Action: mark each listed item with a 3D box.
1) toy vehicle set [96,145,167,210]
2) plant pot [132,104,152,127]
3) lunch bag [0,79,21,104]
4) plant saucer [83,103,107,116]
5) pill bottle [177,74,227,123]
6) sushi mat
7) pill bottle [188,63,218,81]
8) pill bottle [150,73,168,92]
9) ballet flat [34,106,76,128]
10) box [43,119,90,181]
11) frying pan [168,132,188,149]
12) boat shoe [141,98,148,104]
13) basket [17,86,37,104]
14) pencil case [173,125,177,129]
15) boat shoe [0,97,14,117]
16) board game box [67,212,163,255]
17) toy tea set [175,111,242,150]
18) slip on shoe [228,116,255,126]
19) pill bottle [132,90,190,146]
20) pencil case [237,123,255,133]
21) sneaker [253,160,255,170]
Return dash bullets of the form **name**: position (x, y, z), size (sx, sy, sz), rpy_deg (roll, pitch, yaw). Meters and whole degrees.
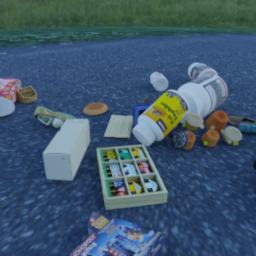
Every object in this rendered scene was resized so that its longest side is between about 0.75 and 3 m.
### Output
- **toy vehicle set**: position (-0.019, 1.400, 8.754), size (1.707, 0.364, 2.748), rpy_deg (-5, 26, -10)
- **plant pot**: position (0.724, -0.481, 11.891), size (1.074, 1.074, 0.966), rpy_deg (-7, 21, -15)
- **lunch bag**: position (-6.967, -1.864, 14.693), size (2.245, 1.044, 2.549), rpy_deg (-1, 26, -3)
- **plant saucer**: position (-1.608, -0.954, 13.641), size (1.182, 0.221, 1.182), rpy_deg (-6, 27, 3)
- **pill bottle**: position (3.202, -1.345, 12.847), size (1.720, 1.720, 2.969), rpy_deg (19, 32, 34)
- **sushi mat**: position (-0.347, -0.077, 12.080), size (1.059, 0.134, 2.213), rpy_deg (2, 26, 6)
- **pill bottle**: position (4.571, -3.273, 17.391), size (1.257, 1.257, 2.170), rpy_deg (-3, 25, -7)
- **pill bottle**: position (1.824, -2.812, 16.891), size (0.856, 0.856, 1.510), rpy_deg (-3, 26, -7)
- **ballet flat**: position (-3.194, -0.364, 12.055), size (2.078, 0.735, 0.735), rpy_deg (18, 30, 20)
- **box**: position (-2.006, 0.646, 9.567), size (0.867, 1.042, 2.536), rpy_deg (2, 25, 6)
- **frying pan**: position (1.830, 0.322, 10.292), size (0.176, 0.656, 1.084), rpy_deg (17, 27, -35)
- **boat shoe**: position (0.918, -1.333, 14.535), size (0.268, 0.268, 0.762), rpy_deg (23, 35, 10)
- **basket**: position (-5.338, -1.755, 14.894), size (0.660, 0.689, 0.925), rpy_deg (18, 29, 31)
- **pencil case**: position (1.848, -0.283, 12.245), size (0.381, 0.381, 0.863), rpy_deg (-5, 26, -11)
- **boat shoe**: position (-6.632, -0.843, 12.756), size (2.651, 0.975, 0.866), rpy_deg (-6, -6, -37)
- **board game box**: position (-0.421, 2.602, 6.073), size (1.729, 0.534, 1.730), rpy_deg (17, 31, 33)
- **toy tea set**: position (2.959, 0.213, 10.960), size (2.687, 0.994, 1.598), rpy_deg (-4, 55, -16)
- **slip on shoe**: position (4.921, -0.297, 12.098), size (0.497, 0.396, 1.308), rpy_deg (-37, 44, -25)
- **pill bottle**: position (1.232, -0.350, 10.732), size (2.235, 1.221, 1.221), rpy_deg (-44, 43, -17)
- **pencil case**: position (4.996, 0.034, 11.562), size (0.877, 0.373, 0.405), rpy_deg (8, -10, 19)
- **sneaker**: position (4.346, 1.699, 7.518), size (1.197, 1.069, 2.997), rpy_deg (-6, 22, 5)
